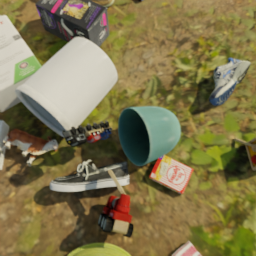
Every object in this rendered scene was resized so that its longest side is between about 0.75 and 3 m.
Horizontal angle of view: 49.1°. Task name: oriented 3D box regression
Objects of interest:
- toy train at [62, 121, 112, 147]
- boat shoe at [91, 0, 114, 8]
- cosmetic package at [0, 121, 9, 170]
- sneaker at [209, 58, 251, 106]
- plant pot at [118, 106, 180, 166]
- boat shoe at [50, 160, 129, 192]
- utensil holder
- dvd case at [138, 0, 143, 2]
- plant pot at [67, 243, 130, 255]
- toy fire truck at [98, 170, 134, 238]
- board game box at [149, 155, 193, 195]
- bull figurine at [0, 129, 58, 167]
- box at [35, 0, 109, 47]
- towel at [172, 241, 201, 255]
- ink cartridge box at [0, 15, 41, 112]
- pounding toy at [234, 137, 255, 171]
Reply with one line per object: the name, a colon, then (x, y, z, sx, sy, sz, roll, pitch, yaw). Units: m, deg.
toy train: (-1.109, 0.169, 8.482, 0.439, 2.572, 0.589, -22, 88, 22)
boat shoe: (-2.007, -5.618, 11.367, 2.897, 1.103, 1.038, 10, 69, 4)
cosmetic package: (-4.504, 0.569, 9.194, 0.788, 0.554, 1.554, -1, 67, 0)
sneaker: (3.418, -1.689, 10.051, 0.960, 0.868, 2.254, 33, 64, 23)
plant pot: (0.741, 0.143, 8.780, 1.442, 1.796, 1.796, -13, 67, -30)
boat shoe: (-1.184, 1.424, 8.539, 2.400, 0.886, 0.820, -5, 92, 1)
utensil holder: (-1.902, -1.316, 9.125, 2.190, 2.190, 2.577, 34, 69, 13)
dvd case: (0.922, -6.684, 12.274, 2.506, 0.220, 1.788, -37, 73, -13)
plant pot: (-0.740, 4.225, 6.565, 2.739, 2.518, 2.739, 2, 70, -5)
toy fire truck: (-0.342, 2.088, 7.924, 1.027, 1.404, 1.596, 17, 76, -10)
board game box: (1.377, 1.476, 8.982, 1.158, 0.268, 0.877, 25, 70, 10)
bull figurine: (-3.197, 0.590, 9.082, 1.827, 0.595, 1.109, 17, 37, 14)
box: (-2.028, -4.065, 10.558, 2.368, 1.447, 1.256, 30, 71, 11)
towel: (1.844, 4.655, 7.709, 1.734, 0.354, 2.369, -36, 70, -13)
ink cartridge box: (-4.470, -2.325, 10.000, 2.057, 1.188, 2.817, -32, 72, -12)
pounding toy: (4.177, 0.686, 8.946, 0.846, 1.096, 1.190, -2, 68, -14)
